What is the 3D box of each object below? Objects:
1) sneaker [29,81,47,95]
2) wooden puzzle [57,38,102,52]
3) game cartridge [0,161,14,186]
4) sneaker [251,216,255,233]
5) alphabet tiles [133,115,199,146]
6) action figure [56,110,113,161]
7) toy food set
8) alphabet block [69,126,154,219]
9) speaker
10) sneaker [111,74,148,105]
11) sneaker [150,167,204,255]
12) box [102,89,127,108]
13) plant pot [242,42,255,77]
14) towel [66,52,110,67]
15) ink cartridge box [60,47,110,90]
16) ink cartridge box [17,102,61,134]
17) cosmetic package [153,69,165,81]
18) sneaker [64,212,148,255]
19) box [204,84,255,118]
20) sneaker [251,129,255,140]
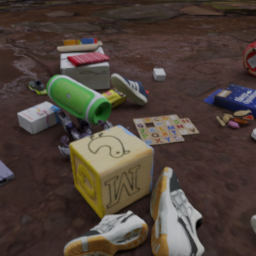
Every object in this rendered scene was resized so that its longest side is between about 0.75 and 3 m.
[{"bbox_3d":[-4.162,-1.950,12.832,0.486,0.533,1.316,-27,41,-36],"label":"sneaker"},{"bbox_3d":[-2.475,-4.390,14.617,2.044,0.511,2.207,-3,21,2],"label":"wooden puzzle"},{"bbox_3d":[-4.129,1.442,7.632,1.060,0.314,1.635,31,43,34],"label":"game cartridge"},{"bbox_3d":[3.397,2.284,5.997,0.759,0.524,1.364,-27,44,-27],"label":"sneaker"},{"bbox_3d":[1.370,0.034,10.075,2.088,0.079,1.745,-7,32,-10],"label":"alphabet tiles"},{"bbox_3d":[-1.422,0.252,8.884,1.741,0.928,2.676,-20,34,-20],"label":"action figure"},{"bbox_3d":[4.014,-0.272,10.361,1.342,0.211,0.853,-9,34,-3],"label":"toy food set"},{"bbox_3d":[-0.417,1.054,7.077,1.539,1.511,1.503,-22,37,-31],"label":"alphabet block"},{"bbox_3d":[-1.690,-0.963,9.386,2.333,1.032,1.032,30,42,29],"label":"speaker"},{"bbox_3d":[0.106,-1.708,11.287,0.678,1.807,0.764,-14,46,51],"label":"sneaker"},{"bbox_3d":[1.121,1.952,6.436,1.068,0.921,2.436,15,35,-5],"label":"sneaker"},{"bbox_3d":[-0.777,-1.140,11.511,0.623,0.415,1.654,40,47,20],"label":"box"},{"bbox_3d":[7.045,-3.590,14.175,1.865,2.048,2.048,-30,42,-25],"label":"plant pot"},{"bbox_3d":[-1.825,-3.145,12.748,1.704,0.192,1.232,-16,35,-26],"label":"towel"},{"bbox_3d":[-2.148,-2.917,13.713,2.140,1.228,2.947,-6,33,-10],"label":"ink cartridge box"},{"bbox_3d":[-3.229,-0.384,10.294,0.931,0.545,1.289,24,41,34],"label":"ink cartridge box"},{"bbox_3d":[1.576,-2.679,14.174,0.497,0.358,0.881,-1,31,-6],"label":"cosmetic package"},{"bbox_3d":[-0.510,2.314,5.985,1.809,0.684,0.793,-8,21,-25],"label":"sneaker"},{"bbox_3d":[4.819,-1.147,11.634,2.895,0.469,1.753,22,38,33],"label":"box"},{"bbox_3d":[4.992,-0.219,9.552,1.846,1.052,0.669,-20,41,-27],"label":"sneaker"}]
